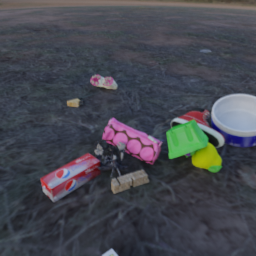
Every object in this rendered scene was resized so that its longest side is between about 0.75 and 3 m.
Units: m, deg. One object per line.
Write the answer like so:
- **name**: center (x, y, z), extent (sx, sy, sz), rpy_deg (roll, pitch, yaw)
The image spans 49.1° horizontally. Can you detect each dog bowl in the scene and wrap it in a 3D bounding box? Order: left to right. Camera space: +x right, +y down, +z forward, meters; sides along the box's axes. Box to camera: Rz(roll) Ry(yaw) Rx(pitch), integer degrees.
- **dog bowl**: center (4.519, -0.326, 11.243), extent (2.262, 0.891, 2.262), rpy_deg (-6, 44, 6)

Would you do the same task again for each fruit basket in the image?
- **fruit basket**: center (2.257, 0.756, 9.650), extent (1.480, 2.052, 2.052), rpy_deg (-22, 26, 18)

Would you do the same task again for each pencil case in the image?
- **pencil case**: center (0.145, 0.409, 9.890), extent (2.119, 0.993, 0.962), rpy_deg (24, 58, 7)

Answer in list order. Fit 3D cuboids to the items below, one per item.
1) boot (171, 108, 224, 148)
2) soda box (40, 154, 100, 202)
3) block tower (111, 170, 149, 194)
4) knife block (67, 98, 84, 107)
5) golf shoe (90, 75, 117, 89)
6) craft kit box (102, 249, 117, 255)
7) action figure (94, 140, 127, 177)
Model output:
- **boot**: center (3.150, -0.134, 11.297), extent (1.709, 0.858, 2.368), rpy_deg (-29, 37, -28)
- **soda box**: center (-1.780, 1.537, 8.928), extent (0.650, 0.589, 1.857), rpy_deg (28, 42, 37)
- **block tower**: center (0.050, 1.694, 8.924), extent (1.224, 0.354, 0.330), rpy_deg (-13, 34, -22)
- **knife block**: center (-2.590, -1.301, 13.988), extent (0.759, 0.243, 0.667), rpy_deg (7, 32, 5)
- **golf shoe**: center (-1.371, -2.488, 15.691), extent (1.789, 0.674, 0.819), rpy_deg (20, -7, 38)
- **craft kit box**: center (-0.508, 3.578, 5.779), extent (1.634, 0.396, 1.614), rpy_deg (-23, 35, -33)
- **action figure**: center (-0.654, 0.916, 9.636), extent (1.070, 0.919, 1.800), rpy_deg (-4, 26, -20)
